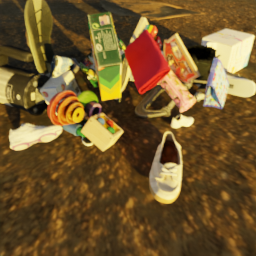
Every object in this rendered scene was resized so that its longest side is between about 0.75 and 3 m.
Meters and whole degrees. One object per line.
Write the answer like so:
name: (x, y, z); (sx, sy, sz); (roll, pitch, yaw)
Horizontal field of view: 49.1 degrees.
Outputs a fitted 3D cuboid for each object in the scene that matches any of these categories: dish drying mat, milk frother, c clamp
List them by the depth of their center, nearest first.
dish drying mat: (0.493, -2.085, 8.508); (1.086, 0.257, 2.827); (-40, 34, 20)
c clamp: (1.625, -1.225, 10.894); (2.338, 0.371, 2.737); (17, 51, 43)
milk frother: (-4.019, -1.939, 11.442); (2.532, 2.429, 2.692); (18, 7, 23)

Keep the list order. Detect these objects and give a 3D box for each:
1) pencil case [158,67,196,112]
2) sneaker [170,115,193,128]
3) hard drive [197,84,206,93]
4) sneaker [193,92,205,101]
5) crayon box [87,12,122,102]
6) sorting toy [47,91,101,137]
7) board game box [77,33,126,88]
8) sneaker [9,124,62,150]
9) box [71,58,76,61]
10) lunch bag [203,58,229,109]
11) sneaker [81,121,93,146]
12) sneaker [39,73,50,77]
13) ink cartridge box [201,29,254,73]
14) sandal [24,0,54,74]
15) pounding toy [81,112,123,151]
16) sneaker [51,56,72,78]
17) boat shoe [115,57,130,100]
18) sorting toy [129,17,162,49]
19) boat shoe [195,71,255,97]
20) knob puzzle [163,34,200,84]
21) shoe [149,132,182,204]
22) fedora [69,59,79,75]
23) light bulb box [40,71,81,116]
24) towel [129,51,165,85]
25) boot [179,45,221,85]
pencil case: (1.567, -1.323, 9.455); (0.728, 0.696, 1.682); (-25, 72, -33)
sneaker: (1.988, -0.285, 10.168); (0.916, 0.455, 0.357); (-15, 37, -20)
hard drive: (3.393, -1.553, 11.437); (0.884, 0.277, 1.311); (15, 6, -4)
sneaker: (3.133, -1.279, 11.761); (0.799, 0.300, 0.459); (19, 41, 32)
crayon box: (-0.705, -2.020, 8.908); (0.696, 2.742, 1.741); (-11, 73, -5)
sorting toy: (-1.541, -0.428, 9.249); (0.991, 1.451, 2.415); (25, 16, 26)
board game box: (-0.992, -2.705, 11.566); (2.585, 1.354, 0.303); (-25, 20, 47)
sneaker: (-2.996, 0.111, 9.015); (1.678, 0.628, 0.836); (-17, 65, -15)
box: (-3.332, -3.485, 14.960); (1.062, 0.261, 0.437); (-11, 36, -15)
lunch bag: (2.682, -1.385, 8.597); (0.633, 1.347, 1.014); (11, 66, 25)
sneaker: (-1.425, 0.122, 9.499); (0.368, 0.563, 1.007); (-10, 36, -12)
sneaker: (-3.687, -1.909, 11.924); (1.908, 0.841, 0.718); (-15, 19, 33)
ink cartridge box: (4.804, -3.731, 14.080); (1.630, 1.674, 2.604); (30, 45, 35)
sandal: (-3.248, -3.218, 9.927); (0.748, 2.622, 1.041); (19, 30, 31)
pounding toy: (-0.944, -0.149, 9.095); (1.525, 0.698, 1.340); (41, 20, 6)
sneaker: (-2.229, -1.963, 9.187); (0.549, 0.539, 1.424); (-5, 1, -23)
boat shoe: (-0.479, -1.907, 10.765); (0.831, 2.649, 0.962); (19, 66, -8)
sorting toy: (0.771, -3.522, 12.665); (0.688, 1.978, 1.966); (21, 83, 22)
boat shoe: (4.213, -2.130, 12.436); (2.852, 0.997, 0.945); (16, 29, 21)
knob puzzle: (1.587, -2.165, 9.361); (0.257, 1.850, 1.850); (-32, 43, -11)
shoe: (1.092, 1.041, 8.055); (0.885, 0.676, 2.531); (5, 35, 7)
fedora: (-3.072, -2.484, 13.015); (1.625, 0.829, 1.837); (-3, 37, -3)
light bulb box: (-2.530, -1.317, 10.727); (0.772, 1.226, 1.237); (-1, 41, 23)
towel: (0.921, -2.437, 11.191); (1.890, 1.388, 0.225); (11, 32, 18)
boot: (2.313, -2.519, 11.240); (2.452, 2.009, 0.907); (10, 76, 11)
